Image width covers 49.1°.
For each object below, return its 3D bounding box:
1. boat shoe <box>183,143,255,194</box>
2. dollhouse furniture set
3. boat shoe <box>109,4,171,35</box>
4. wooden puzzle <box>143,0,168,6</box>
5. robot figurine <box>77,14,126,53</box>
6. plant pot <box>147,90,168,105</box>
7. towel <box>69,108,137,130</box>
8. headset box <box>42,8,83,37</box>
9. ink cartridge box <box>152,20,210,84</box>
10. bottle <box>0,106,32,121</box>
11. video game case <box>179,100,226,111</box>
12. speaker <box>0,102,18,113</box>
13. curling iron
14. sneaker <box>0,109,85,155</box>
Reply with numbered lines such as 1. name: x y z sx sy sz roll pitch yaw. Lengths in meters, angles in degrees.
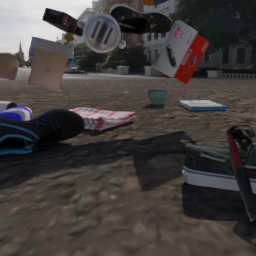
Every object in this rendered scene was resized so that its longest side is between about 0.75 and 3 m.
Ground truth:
1. boat shoe: 1.904 0.581 4.412 2.025 0.718 0.730 1 12 5
2. dollhouse furniture set: -2.912 -2.809 9.386 2.289 1.582 2.424 12 50 -17
3. boat shoe: 0.622 -4.278 11.580 2.893 0.907 1.058 -1 -26 -31
4. wooden puzzle: 1.047 -3.057 5.700 2.232 0.517 2.068 2 42 18
5. robot figurine: -0.947 -3.412 10.197 1.936 1.289 2.283 27 12 -13
6. plant pot: 1.510 -1.583 14.439 1.051 0.704 1.051 0 13 0
7. towel: -1.387 -0.435 9.814 2.848 0.426 2.084 7 14 31
8. headset box: -2.408 -3.929 10.364 1.001 0.505 1.347 24 9 26
9. ink cartridge box: 1.912 -2.586 9.818 1.523 1.755 0.382 25 11 -16
10. bottle: -3.437 -0.292 8.626 0.810 0.633 1.938 -3 13 -3
11. video game case: 3.481 -1.097 13.382 1.591 0.198 2.223 -1 12 -4
12. speaker: -4.804 -0.614 9.948 1.746 0.709 0.709 4 13 16
13. curling iron: 1.648 0.537 3.961 0.410 0.211 1.652 -18 37 29
14. sneaker: -2.082 0.204 6.414 2.433 0.891 0.997 -10 36 -29
